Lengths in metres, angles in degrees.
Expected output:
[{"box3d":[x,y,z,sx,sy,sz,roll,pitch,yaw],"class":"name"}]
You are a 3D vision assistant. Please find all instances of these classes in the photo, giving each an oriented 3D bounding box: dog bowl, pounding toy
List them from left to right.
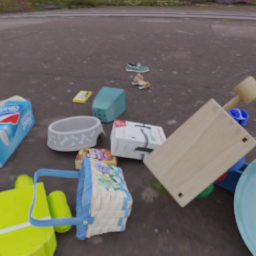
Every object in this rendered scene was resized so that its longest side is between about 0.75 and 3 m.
[{"box3d":[-1.638,0.121,8.731,1.814,0.532,1.814,-5,19,2],"class":"dog bowl"},{"box3d":[2.061,0.270,6.240,1.324,2.894,2.543,49,8,15],"class":"pounding toy"}]

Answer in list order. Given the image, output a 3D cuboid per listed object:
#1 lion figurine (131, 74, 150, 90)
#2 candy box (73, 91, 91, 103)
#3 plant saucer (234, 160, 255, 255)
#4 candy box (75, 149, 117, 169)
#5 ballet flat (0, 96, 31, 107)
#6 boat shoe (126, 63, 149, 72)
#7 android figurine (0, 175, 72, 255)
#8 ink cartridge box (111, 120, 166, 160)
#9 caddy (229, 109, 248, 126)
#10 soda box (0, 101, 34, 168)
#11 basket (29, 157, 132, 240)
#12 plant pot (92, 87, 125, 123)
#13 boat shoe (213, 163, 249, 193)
[{"box3d":[0.672,-2.132,13.375,0.755,0.447,1.233,-14,45,-39],"class":"lion figurine"},{"box3d":[-1.974,-1.342,12.127,0.517,0.134,1.012,3,29,10],"class":"candy box"},{"box3d":[3.331,1.626,5.214,2.620,0.359,2.620,-5,61,9],"class":"plant saucer"},{"box3d":[-0.874,0.884,7.865,1.101,0.311,0.642,1,29,4],"class":"candy box"},{"box3d":[-4.485,-0.512,9.922,0.796,0.861,2.552,21,34,17],"class":"ballet flat"},{"box3d":[0.501,-3.365,15.548,1.309,0.404,0.477,7,29,12],"class":"boat shoe"},{"box3d":[-2.412,1.980,5.582,2.536,0.572,2.786,-12,30,-21],"class":"android figurine"},{"box3d":[0.296,0.374,8.136,1.508,0.632,1.088,10,27,-10],"class":"ink cartridge box"},{"box3d":[3.963,-0.422,10.113,0.606,0.450,0.858,3,29,3],"class":"caddy"},{"box3d":[-3.834,0.086,8.683,0.862,0.911,2.685,1,28,2],"class":"soda box"},{"box3d":[-0.998,1.390,5.833,1.930,1.342,1.702,1,25,-15],"class":"basket"},{"box3d":[-0.783,-0.798,10.389,0.909,0.909,1.286,11,36,19],"class":"plant pot"},{"box3d":[3.028,1.198,6.550,0.865,1.060,2.519,-20,37,-34],"class":"boat shoe"}]
